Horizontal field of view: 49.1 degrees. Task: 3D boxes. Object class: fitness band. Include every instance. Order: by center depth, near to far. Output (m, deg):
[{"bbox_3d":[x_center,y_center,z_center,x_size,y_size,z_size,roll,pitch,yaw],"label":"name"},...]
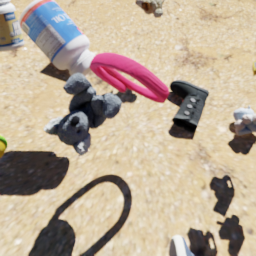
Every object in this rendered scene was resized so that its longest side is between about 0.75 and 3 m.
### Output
[{"bbox_3d":[0.054,-1.265,7.415,1.731,2.410,0.451,19,84,43],"label":"fitness band"}]

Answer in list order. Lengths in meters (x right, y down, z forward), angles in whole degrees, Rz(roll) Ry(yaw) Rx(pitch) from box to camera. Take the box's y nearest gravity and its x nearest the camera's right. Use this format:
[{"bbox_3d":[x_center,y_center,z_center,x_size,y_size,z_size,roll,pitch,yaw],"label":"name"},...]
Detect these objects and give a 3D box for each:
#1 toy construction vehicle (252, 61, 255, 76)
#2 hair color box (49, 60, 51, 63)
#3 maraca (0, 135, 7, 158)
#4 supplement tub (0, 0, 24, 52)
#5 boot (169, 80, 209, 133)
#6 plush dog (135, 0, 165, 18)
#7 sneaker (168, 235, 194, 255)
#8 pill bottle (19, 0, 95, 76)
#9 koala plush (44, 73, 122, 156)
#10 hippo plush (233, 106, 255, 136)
[{"bbox_3d":[3.595,-1.248,7.193,0.816,2.018,2.318,-6,62,16],"label":"toy construction vehicle"},{"bbox_3d":[-2.794,-3.154,12.367,1.587,0.868,0.514,22,53,19],"label":"hair color box"},{"bbox_3d":[-3.108,0.408,5.219,1.595,1.093,0.853,-6,59,-27],"label":"maraca"},{"bbox_3d":[-3.282,-2.669,7.206,0.905,1.251,0.905,-5,31,3],"label":"supplement tub"},{"bbox_3d":[2.063,-0.871,10.613,1.627,0.648,1.974,18,56,17],"label":"boot"},{"bbox_3d":[0.786,-4.775,10.746,0.960,0.897,1.118,-6,34,-28],"label":"plush dog"},{"bbox_3d":[1.790,3.819,6.316,1.191,1.056,2.818,-8,57,-11],"label":"sneaker"},{"bbox_3d":[-1.988,-2.588,8.397,2.331,1.308,1.308,48,58,-7],"label":"pill bottle"},{"bbox_3d":[-1.116,-0.203,6.681,1.371,1.421,1.546,32,76,-3],"label":"koala plush"},{"bbox_3d":[4.279,-0.375,9.892,1.246,0.992,1.002,-1,50,-1],"label":"hippo plush"}]
